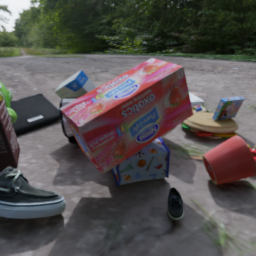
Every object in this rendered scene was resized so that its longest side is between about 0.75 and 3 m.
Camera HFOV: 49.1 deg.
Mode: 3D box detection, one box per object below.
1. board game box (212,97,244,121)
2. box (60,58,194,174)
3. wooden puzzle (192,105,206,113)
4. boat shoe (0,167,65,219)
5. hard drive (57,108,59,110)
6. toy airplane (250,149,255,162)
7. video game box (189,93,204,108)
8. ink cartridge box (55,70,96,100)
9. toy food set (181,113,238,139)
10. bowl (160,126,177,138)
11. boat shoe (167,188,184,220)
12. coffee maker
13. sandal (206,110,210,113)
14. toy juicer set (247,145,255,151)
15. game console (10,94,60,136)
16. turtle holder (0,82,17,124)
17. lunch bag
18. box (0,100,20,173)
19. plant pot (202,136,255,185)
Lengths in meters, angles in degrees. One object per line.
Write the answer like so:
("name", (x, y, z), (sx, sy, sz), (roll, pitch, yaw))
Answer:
("board game box", (3.988, -0.769, 11.163), (1.223, 0.925, 0.224), (-10, 41, -31))
("box", (0.033, -0.403, 7.237), (2.984, 1.531, 1.412), (-31, 33, -17))
("wooden puzzle", (3.135, -0.816, 13.396), (0.997, 0.249, 1.077), (-19, 18, 7))
("boat shoe", (-2.728, 1.352, 6.207), (2.729, 0.968, 0.984), (8, -2, -1))
("hard drive", (-3.128, -0.816, 14.048), (1.135, 0.187, 0.792), (18, 26, 41))
("toy airplane", (4.311, 0.890, 8.822), (2.492, 0.458, 2.492), (-1, 18, 0))
("video game box", (2.682, -1.463, 15.334), (2.159, 0.555, 2.370), (-1, 20, -9))
("ink cartridge box", (-1.695, -1.072, 11.185), (1.236, 2.128, 0.716), (-24, 29, 33))
("toy food set", (3.297, -0.110, 11.426), (2.275, 0.553, 2.252), (4, 19, 1))
("bowl", (1.126, -0.602, 10.625), (1.275, 2.836, 2.836), (28, 5, -30))
("boat shoe", (1.062, 1.672, 6.337), (0.355, 0.315, 0.950), (-8, 19, 14))
("coffee maker", (-0.810, -0.267, 10.027), (2.748, 2.640, 1.851), (-8, 57, 4))
("sandal", (3.729, -0.805, 13.899), (0.779, 0.222, 0.309), (24, 22, 22))
("toy juicer set", (3.618, 0.636, 8.792), (1.260, 0.343, 0.802), (-14, -20, -16))
("game console", (-4.965, -0.376, 12.629), (2.618, 1.732, 2.976), (41, 36, 16))
("turtle holder", (-5.336, -0.859, 9.893), (2.081, 2.739, 1.945), (-31, -8, -6))
("lunch bag", (0.206, 0.749, 8.227), (1.562, 1.138, 1.838), (-6, 28, -13))
("box", (-3.720, 0.292, 7.297), (1.313, 1.582, 1.299), (-14, 24, -12))
("plant pot", (2.684, 0.943, 7.608), (1.069, 1.208, 1.208), (-21, 21, 1))
